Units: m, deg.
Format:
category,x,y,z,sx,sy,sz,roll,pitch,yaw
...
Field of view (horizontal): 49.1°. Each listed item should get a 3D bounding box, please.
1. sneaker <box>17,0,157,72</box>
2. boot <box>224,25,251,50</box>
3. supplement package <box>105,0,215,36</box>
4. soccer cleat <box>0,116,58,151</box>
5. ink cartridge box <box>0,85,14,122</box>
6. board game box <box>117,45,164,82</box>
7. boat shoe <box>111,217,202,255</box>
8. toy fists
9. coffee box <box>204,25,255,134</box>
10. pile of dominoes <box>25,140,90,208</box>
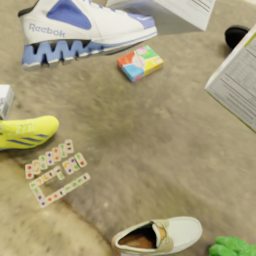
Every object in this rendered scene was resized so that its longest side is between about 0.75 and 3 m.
category,x,y,z,sx,sy,sz,roll,pitch,yaw
sneaker,-0.886,-2.237,5.606,2.862,1.156,1.653,-17,100,-17
boot,3.743,-2.340,9.160,1.676,0.843,2.241,-39,67,-21
supplement package,0.905,-3.686,6.771,1.697,2.207,2.308,15,94,-33
soccer cleat,-3.127,0.122,7.581,2.426,1.015,0.784,-14,60,-8
ink cartridge box,-4.593,-0.771,8.414,1.976,0.497,1.076,3,59,1
board game box,0.407,-2.175,9.411,1.260,0.254,0.964,-30,63,-17
boat shoe,0.695,2.486,6.323,2.142,0.732,0.800,-14,60,-8
toy fists,2.223,3.393,5.784,1.112,0.750,2.182,5,60,4
coffee box,2.547,-0.861,4.779,1.713,1.694,1.710,40,25,5
pile of dominoes,-1.426,0.884,5.557,1.191,0.190,0.929,-32,85,-9
